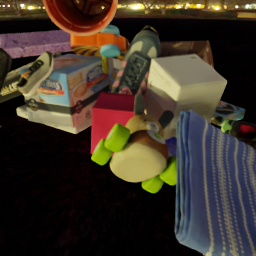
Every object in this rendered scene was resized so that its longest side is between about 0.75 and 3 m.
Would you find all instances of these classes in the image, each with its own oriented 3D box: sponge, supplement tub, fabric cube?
[{"bbox_3d":[-3.546,-3.382,11.124,2.806,0.419,1.565,-12,40,-17],"label":"sponge"},{"bbox_3d":[-1.048,-3.265,13.173,1.898,1.898,2.878,8,28,15],"label":"supplement tub"},{"bbox_3d":[-0.229,-0.104,7.352,1.261,1.281,1.285,5,26,5],"label":"fabric cube"}]

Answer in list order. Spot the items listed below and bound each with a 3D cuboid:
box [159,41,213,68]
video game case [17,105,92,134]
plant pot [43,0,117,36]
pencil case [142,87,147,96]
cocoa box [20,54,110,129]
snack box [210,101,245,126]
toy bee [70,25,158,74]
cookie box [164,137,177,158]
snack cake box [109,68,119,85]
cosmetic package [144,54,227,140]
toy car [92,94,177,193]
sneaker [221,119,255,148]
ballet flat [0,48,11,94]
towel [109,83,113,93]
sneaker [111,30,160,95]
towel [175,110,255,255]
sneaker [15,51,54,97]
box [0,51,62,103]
[{"bbox_3d":[1.571,-2.220,9.458,2.330,1.167,0.873,7,62,30],"label":"box"},{"bbox_3d":[-1.867,-0.747,9.828,2.618,0.316,2.872,15,29,29],"label":"video game case"},{"bbox_3d":[-1.181,-3.843,8.042,1.977,1.977,1.923,2,29,4],"label":"plant pot"},{"bbox_3d":[0.597,-1.371,9.705,0.607,0.588,1.297,-1,4,10],"label":"pencil case"},{"bbox_3d":[-1.790,-1.263,8.654,1.621,1.595,2.431,11,28,21],"label":"cocoa box"},{"bbox_3d":[2.823,-0.662,9.598,1.104,0.353,1.901,-17,31,-32],"label":"snack box"},{"bbox_3d":[-0.496,-2.399,8.656,2.468,1.615,1.341,18,-13,0],"label":"toy bee"},{"bbox_3d":[1.042,0.714,6.697,1.113,0.418,0.952,-20,34,-34],"label":"cookie box"},{"bbox_3d":[-0.230,-1.886,11.085,1.087,0.625,0.365,23,-11,8],"label":"snack cake box"},{"bbox_3d":[1.501,-0.891,8.000,1.520,1.828,1.529,-11,44,-22],"label":"cosmetic package"},{"bbox_3d":[0.381,0.128,5.782,1.501,1.442,1.828,31,56,-11],"label":"toy car"},{"bbox_3d":[3.211,0.208,7.158,1.665,0.639,0.698,9,7,-16],"label":"sneaker"},{"bbox_3d":[-3.903,-0.835,7.540,0.962,2.893,0.822,0,-13,42],"label":"ballet flat"},{"bbox_3d":[-0.191,-1.269,10.247,1.975,0.225,1.418,22,20,11],"label":"towel"},{"bbox_3d":[0.127,-1.297,8.163,1.041,2.969,1.218,21,28,-4],"label":"sneaker"},{"bbox_3d":[1.948,1.056,4.009,2.994,0.357,2.168,26,43,-14],"label":"towel"},{"bbox_3d":[-2.345,-1.392,7.074,0.477,1.290,0.512,34,0,25],"label":"sneaker"},{"bbox_3d":[-3.962,-1.742,10.184,2.916,0.716,2.351,-18,26,17],"label":"box"}]
